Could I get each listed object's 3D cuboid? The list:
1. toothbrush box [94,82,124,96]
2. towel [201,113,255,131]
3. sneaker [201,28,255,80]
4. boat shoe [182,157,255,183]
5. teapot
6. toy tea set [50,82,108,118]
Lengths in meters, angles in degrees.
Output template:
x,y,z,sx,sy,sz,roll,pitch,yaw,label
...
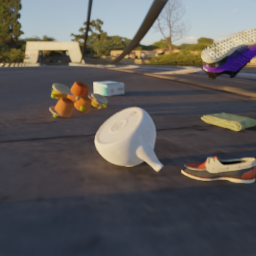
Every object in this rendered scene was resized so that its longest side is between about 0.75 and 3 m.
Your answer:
x,y,z,sx,sy,sz,roll,pitch,yaw,label
-1.039,-2.113,14.996,1.080,0.629,1.476,-11,19,-34,toothbrush box
3.154,-0.212,8.762,1.072,0.264,1.445,-10,17,-35,towel
3.320,-2.153,8.491,2.295,1.142,0.798,-21,42,0,sneaker
1.635,0.719,5.089,1.293,0.404,0.460,3,17,14,boat shoe
0.038,0.299,5.675,1.321,0.978,1.339,-19,32,27,teapot
-2.109,-0.930,10.737,1.659,1.033,2.790,38,26,17,toy tea set
